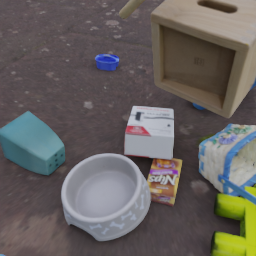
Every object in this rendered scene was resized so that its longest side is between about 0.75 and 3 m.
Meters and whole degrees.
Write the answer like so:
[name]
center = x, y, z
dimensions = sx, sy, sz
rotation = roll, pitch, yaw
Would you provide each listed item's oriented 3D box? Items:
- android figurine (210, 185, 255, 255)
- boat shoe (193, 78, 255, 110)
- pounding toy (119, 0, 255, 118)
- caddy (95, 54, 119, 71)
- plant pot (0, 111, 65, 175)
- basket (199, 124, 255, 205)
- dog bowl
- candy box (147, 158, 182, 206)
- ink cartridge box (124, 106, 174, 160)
[android figurine]
center = 2.921, 2.000, 4.924
dimensions = 2.786, 0.572, 2.536
rotation = 9, 42, 12
[boat shoe]
center = 2.939, -1.408, 8.416
dimensions = 2.519, 1.060, 0.865
rotation = -17, 58, -22
[pounding toy]
center = 1.202, -2.002, 5.136
dimensions = 2.543, 2.894, 1.324
rotation = 29, 63, 26
[caddy]
center = -0.746, -2.406, 10.058
dimensions = 0.858, 0.450, 0.606
rotation = 11, 41, 12
[plant pot]
center = -2.144, 0.444, 6.496
dimensions = 1.286, 0.909, 0.909
rotation = 30, 48, 20
[basket]
center = 2.511, 0.758, 5.743
dimensions = 1.702, 1.342, 1.930
rotation = -28, 38, -29
[dog bowl]
center = -0.481, 1.261, 5.581
dimensions = 1.814, 0.532, 1.814
rotation = -7, 43, 7
[candy box]
center = 0.779, 1.117, 6.133
dimensions = 0.642, 0.311, 1.101
rotation = 11, 43, 12
[ink cartridge box]
center = 0.553, 0.061, 6.858
dimensions = 1.088, 0.632, 1.508
rotation = 5, 28, 6
